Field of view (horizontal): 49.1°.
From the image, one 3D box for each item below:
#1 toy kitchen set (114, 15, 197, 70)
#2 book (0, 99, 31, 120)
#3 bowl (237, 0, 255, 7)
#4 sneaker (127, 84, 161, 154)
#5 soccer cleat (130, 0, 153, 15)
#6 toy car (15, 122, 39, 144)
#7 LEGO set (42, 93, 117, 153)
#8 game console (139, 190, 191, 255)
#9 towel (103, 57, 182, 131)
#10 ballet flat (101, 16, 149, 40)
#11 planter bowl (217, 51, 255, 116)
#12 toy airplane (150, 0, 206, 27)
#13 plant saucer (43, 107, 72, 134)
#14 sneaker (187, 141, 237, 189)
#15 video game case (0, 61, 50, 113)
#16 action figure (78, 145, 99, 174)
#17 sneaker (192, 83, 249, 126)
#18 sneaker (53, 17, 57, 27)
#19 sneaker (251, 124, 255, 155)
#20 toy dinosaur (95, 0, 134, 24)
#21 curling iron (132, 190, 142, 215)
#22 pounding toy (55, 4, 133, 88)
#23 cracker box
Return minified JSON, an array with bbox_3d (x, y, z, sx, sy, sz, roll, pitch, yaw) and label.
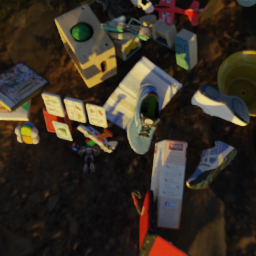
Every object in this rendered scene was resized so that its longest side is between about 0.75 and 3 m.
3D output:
[{"bbox_3d":[1.175,-3.260,12.166,2.241,1.648,2.798,-43,57,-12],"label":"toy kitchen set"},{"bbox_3d":[-5.162,-0.990,11.807,1.995,0.479,1.333,1,74,-3],"label":"book"},{"bbox_3d":[5.677,-6.248,13.249,1.243,0.650,1.243,-5,66,11],"label":"bowl"},{"bbox_3d":[0.555,-0.217,9.877,0.999,1.134,2.544,4,108,-7],"label":"sneaker"},{"bbox_3d":[0.561,-5.370,11.893,0.497,0.617,1.449,-36,61,-5],"label":"soccer cleat"},{"bbox_3d":[-3.942,0.161,11.116,0.833,0.952,0.714,8,49,-1],"label":"toy car"},{"bbox_3d":[-1.612,-0.073,10.032,2.221,2.973,0.730,13,52,14],"label":"LEGO set"},{"bbox_3d":[1.192,3.491,9.067,1.483,2.499,2.154,4,52,-1],"label":"game console"},{"bbox_3d":[0.461,-1.068,10.520,2.043,0.331,2.781,31,110,-29],"label":"towel"},{"bbox_3d":[-0.064,-3.673,10.104,1.790,0.644,0.644,16,73,5],"label":"ballet flat"},{"bbox_3d":[4.961,-1.640,11.582,2.863,1.193,2.863,0,73,0],"label":"planter bowl"},{"bbox_3d":[2.258,-5.560,13.148,2.756,0.507,2.756,0,83,2],"label":"toy airplane"},{"bbox_3d":[-2.657,-0.234,10.405,1.040,1.038,0.191,6,32,16],"label":"plant saucer"},{"bbox_3d":[3.117,1.456,10.903,2.321,0.879,0.894,-39,52,-10],"label":"sneaker"},{"bbox_3d":[-4.671,-1.785,11.721,1.855,0.262,2.053,35,60,18],"label":"video game case"},{"bbox_3d":[-1.540,1.156,11.102,0.845,0.451,1.299,-7,69,4],"label":"action figure"},{"bbox_3d":[3.110,-0.709,9.398,2.115,0.921,0.788,31,62,-7],"label":"sneaker"},{"bbox_3d":[-2.394,-4.985,12.967,1.918,0.725,1.108,13,68,-7],"label":"sneaker"},{"bbox_3d":[5.583,0.676,11.188,0.903,0.680,1.931,1,73,-11],"label":"sneaker"},{"bbox_3d":[-0.512,-5.421,13.100,1.133,0.853,2.216,-37,82,1],"label":"toy dinosaur"},{"bbox_3d":[0.327,2.527,9.313,0.325,1.312,0.168,21,48,29],"label":"curling iron"},{"bbox_3d":[-1.309,-3.360,11.249,2.022,2.844,2.618,-29,75,-9],"label":"pounding toy"},{"bbox_3d":[1.302,1.839,9.545,0.785,1.823,2.721,7,84,-3],"label":"cracker box"}]
